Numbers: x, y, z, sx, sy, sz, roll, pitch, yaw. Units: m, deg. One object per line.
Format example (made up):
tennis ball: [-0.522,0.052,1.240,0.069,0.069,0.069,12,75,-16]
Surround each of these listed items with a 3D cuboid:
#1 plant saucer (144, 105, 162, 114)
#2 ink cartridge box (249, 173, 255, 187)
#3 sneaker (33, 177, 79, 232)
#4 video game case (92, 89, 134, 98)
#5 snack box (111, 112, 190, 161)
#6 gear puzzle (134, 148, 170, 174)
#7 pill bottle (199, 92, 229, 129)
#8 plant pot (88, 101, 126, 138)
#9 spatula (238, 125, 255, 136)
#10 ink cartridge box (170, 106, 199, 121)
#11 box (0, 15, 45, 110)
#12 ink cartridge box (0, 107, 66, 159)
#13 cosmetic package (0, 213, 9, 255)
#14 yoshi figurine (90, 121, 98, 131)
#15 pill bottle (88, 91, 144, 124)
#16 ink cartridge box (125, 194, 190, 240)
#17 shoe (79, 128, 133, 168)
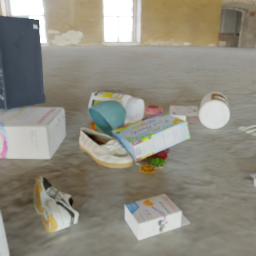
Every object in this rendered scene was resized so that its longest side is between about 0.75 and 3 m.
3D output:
plant saucer: [1.110,-0.842,12.544,0.870,0.221,0.870,1,21,0]
ink cartridge box: [3.611,1.379,6.750,0.970,0.214,0.988,-4,19,-11]
sneaker: [-1.540,1.568,5.910,0.684,0.591,1.561,-2,27,-32]
video game case: [-0.845,-1.684,14.779,1.666,0.201,1.828,-10,24,-24]
snack box: [0.657,0.194,8.605,1.866,0.631,1.573,-22,22,-18]
gear puzzle: [0.664,0.857,8.082,0.892,0.226,1.723,6,22,16]
pill bottle: [3.430,-0.795,11.143,1.104,1.104,1.931,6,23,16]
plant pot: [-0.585,-0.421,9.545,0.888,1.318,1.318,-41,38,-20]
spatula: [4.714,0.048,10.406,1.106,0.089,0.769,-14,24,-32]
ink cartridge box: [2.361,-0.607,11.801,1.195,0.303,1.357,2,21,8]
box: [-4.486,-2.239,9.601,2.875,2.827,1.688,9,17,31]
ink cartridge box: [-3.468,0.097,8.811,2.639,1.117,1.907,0,21,3]
cosmetic package: [-3.058,1.610,4.047,2.017,1.688,1.678,14,26,35]
yoshi figurine: [-0.794,-0.079,10.359,1.092,0.614,0.612,-11,-21,10]
pill bottle: [-0.456,-0.794,11.123,1.994,1.140,1.140,11,23,26]
ink cartridge box: [0.590,1.718,5.595,1.169,0.396,0.673,-9,23,-22]
shoe: [-0.754,0.568,8.283,0.810,0.619,2.317,-18,27,-39]
